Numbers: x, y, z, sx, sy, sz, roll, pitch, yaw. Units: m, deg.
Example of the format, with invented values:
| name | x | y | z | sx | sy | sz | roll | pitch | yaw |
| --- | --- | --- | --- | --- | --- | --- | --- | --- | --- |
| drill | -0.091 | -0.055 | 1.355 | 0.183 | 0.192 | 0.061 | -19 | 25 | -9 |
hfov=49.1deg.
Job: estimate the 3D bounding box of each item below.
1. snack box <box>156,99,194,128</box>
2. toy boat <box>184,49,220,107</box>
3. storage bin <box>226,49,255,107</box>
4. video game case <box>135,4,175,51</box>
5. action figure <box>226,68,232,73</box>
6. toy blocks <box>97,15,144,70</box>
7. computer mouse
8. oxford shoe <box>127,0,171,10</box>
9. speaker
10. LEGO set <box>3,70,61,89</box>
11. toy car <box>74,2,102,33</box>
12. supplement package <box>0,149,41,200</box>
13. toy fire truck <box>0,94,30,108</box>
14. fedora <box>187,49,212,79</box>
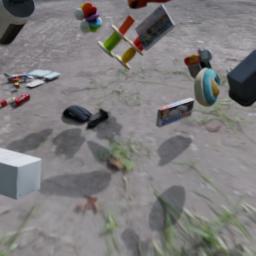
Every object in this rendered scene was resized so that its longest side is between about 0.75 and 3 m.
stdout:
| name | x | y | z | sx | sy | sz | roll | pitch | yaw |
| --- | --- | --- | --- | --- | --- | --- | --- | --- | --- |
| snack box | 0.936 | -0.307 | 5.509 | 1.030 | 0.370 | 0.125 | -19 | 35 | -40 |
| toy boat | 2.037 | -1.297 | 7.291 | 0.708 | 1.523 | 1.280 | -11 | 36 | 33 |
| storage bin | 2.366 | -0.960 | 5.320 | 0.961 | 0.645 | 0.699 | -43 | 47 | 4 |
| video game case | 0.889 | -3.437 | 9.615 | 0.147 | 1.276 | 1.163 | 22 | 40 | -49 |
| action figure | 3.055 | -1.171 | 6.513 | 1.437 | 0.733 | 0.854 | -5 | -6 | -2 |
| toy blocks | 0.210 | -3.422 | 10.281 | 1.862 | 2.234 | 0.811 | 25 | 24 | -52 |
| computer mouse | -1.552 | -0.616 | 10.371 | 1.702 | 0.392 | 1.195 | 25 | 41 | 34 |
| oxford shoe | 0.875 | -4.438 | 8.970 | 1.986 | 0.707 | 0.720 | -16 | 78 | -10 |
| speaker | -3.986 | -3.609 | 9.319 | 1.021 | 1.021 | 2.514 | -28 | 10 | -37 |
| LEGO set | -4.637 | -2.464 | 13.251 | 1.711 | 0.562 | 2.290 | 17 | 36 | 32 |
| toy car | -1.360 | -4.055 | 10.255 | 0.934 | 1.067 | 0.800 | -34 | 15 | -36 |
| supplement package | -2.071 | 0.771 | 4.837 | 0.960 | 0.582 | 0.575 | 11 | 11 | 22 |
| toy fire truck | -4.539 | -1.112 | 11.305 | 0.719 | 0.248 | 1.019 | 11 | 33 | 17 |
| fedora | 2.391 | -2.038 | 9.507 | 0.549 | 1.217 | 1.076 | -17 | 63 | 37 |
